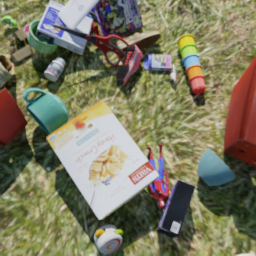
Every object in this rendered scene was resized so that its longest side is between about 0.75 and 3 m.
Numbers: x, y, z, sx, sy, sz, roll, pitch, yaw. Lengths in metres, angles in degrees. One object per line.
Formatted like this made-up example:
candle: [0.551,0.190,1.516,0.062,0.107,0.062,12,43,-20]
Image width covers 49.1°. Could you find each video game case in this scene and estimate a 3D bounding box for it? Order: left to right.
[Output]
video game case: [-0.429,-4.591,10.907,1.690,1.865,0.334,-24,27,-11]

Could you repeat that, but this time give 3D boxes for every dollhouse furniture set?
dollhouse furniture set: [-4.271,-3.189,11.042,0.911,0.781,0.958,-37,105,-16]

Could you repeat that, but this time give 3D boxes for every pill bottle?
pill bottle: [-2.691,-2.184,10.384,0.494,0.494,0.826,21,65,10]

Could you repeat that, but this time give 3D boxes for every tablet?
tablet: [-1.796,-4.465,10.259,1.649,0.113,1.073,-45,68,13]

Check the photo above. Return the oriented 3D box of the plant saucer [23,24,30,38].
plant saucer: [-3.775,-3.862,11.323,0.876,0.222,0.876,1,65,-1]

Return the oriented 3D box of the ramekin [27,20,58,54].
ramekin: [-3.207,-3.438,10.678,1.236,0.604,1.236,17,55,-25]

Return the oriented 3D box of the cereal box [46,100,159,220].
cereal box: [-0.766,0.880,8.232,2.080,0.571,2.892,-36,74,-8]

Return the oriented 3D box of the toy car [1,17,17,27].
toy car: [-5.169,-4.419,11.251,1.370,0.325,1.456,12,30,-13]

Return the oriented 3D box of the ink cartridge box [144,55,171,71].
ink cartridge box: [1.119,-2.501,10.710,1.038,0.218,0.620,2,65,3]

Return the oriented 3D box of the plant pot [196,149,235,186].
plant pot: [2.553,1.313,8.523,0.773,1.148,1.148,-43,71,4]

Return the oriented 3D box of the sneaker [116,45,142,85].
sneaker: [0.119,-2.235,10.383,0.576,0.678,1.564,20,85,46]

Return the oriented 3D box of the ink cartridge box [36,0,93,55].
ink cartridge box: [-2.395,-3.875,10.786,1.795,0.427,1.816,20,53,-17]

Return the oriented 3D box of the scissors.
scissors: [-1.247,-3.295,10.112,2.904,1.062,0.202,30,20,-23]

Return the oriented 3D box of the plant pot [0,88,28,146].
plant pot: [-4.080,-0.209,8.849,1.291,1.465,1.463,49,63,-21]

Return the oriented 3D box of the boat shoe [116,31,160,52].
boat shoe: [0.407,-3.446,10.914,1.744,0.622,0.563,-21,67,-8]

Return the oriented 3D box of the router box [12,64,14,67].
router box: [-4.654,-2.100,9.995,1.003,0.245,0.900,-4,23,-12]

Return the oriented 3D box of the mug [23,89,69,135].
mug: [-2.569,-0.567,9.060,1.271,1.547,0.957,41,70,19]

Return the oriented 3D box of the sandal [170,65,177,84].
sandal: [1.665,-1.958,10.410,0.228,0.305,0.797,-10,65,20]

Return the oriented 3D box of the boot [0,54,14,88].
boot: [-4.603,-1.789,9.174,1.708,0.800,2.197,-45,49,9]

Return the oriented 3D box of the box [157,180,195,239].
box: [1.356,2.333,8.010,0.566,1.012,1.434,21,67,11]

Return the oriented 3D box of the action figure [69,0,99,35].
action figure: [-1.790,-5.329,11.410,0.944,1.433,2.894,-30,66,-14]

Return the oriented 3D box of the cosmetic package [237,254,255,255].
cosmetic package: [2.203,4.165,7.236,2.423,0.886,1.254,-12,66,-4]

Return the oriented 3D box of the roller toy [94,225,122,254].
roller toy: [-0.579,3.080,7.795,0.759,0.692,0.530,-4,32,-30]

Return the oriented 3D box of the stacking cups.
stacking cups: [2.334,-2.346,10.435,0.694,0.694,2.294,-5,69,-2]

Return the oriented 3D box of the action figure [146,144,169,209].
action figure: [0.911,1.495,8.678,0.639,0.505,1.955,-11,67,12]

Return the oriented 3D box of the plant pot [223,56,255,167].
plant pot: [4.390,-0.141,8.344,2.850,2.847,2.511,26,78,11]
